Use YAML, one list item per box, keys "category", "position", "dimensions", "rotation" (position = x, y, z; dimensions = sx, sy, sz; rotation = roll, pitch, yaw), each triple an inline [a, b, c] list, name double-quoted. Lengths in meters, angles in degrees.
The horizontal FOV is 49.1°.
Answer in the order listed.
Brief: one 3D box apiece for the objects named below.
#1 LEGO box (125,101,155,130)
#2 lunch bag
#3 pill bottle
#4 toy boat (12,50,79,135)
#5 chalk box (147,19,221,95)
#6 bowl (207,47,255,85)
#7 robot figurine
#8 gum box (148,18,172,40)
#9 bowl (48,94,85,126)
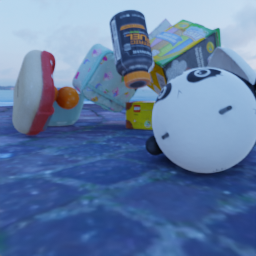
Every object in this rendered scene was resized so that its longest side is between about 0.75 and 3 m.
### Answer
- category: "LEGO box"
  position: [1.425, -0.488, 10.385]
  dimensions: [2.544, 0.982, 1.895]
  rotation: [3, 8, 24]
- category: "lunch bag"
  position: [-0.694, -1.699, 10.489]
  dimensions: [0.996, 2.072, 2.583]
  rotation: [38, 9, 39]
- category: "pill bottle"
  position: [0.117, -2.084, 7.649]
  dimensions: [1.047, 1.971, 1.047]
  rotation: [-9, -13, -2]
- category: "toy boat"
  position: [-2.484, -1.100, 8.854]
  dimensions: [1.919, 1.916, 2.936]
  rotation: [12, 41, -30]
- category: "chalk box"
  position: [1.883, -2.331, 9.189]
  dimensions: [2.677, 1.666, 1.657]
  rotation: [-34, 43, -10]
- category: "bowl"
  position: [2.972, -1.236, 8.048]
  dimensions: [0.665, 1.783, 1.780]
  rotation: [-11, 52, -17]
- category: "robot figurine"
  position: [1.523, -0.216, 5.099]
  dimensions: [1.744, 2.099, 2.794]
  rotation: [25, 17, 24]
- category: "gum box"
  position: [0.957, -3.250, 10.189]
  dimensions: [1.397, 0.462, 0.793]
  rotation: [-41, 6, 9]
- category: "bowl"
  position: [-2.968, -0.788, 11.551]
  dimensions: [2.478, 1.296, 2.478]
  rotation: [1, 7, 0]
